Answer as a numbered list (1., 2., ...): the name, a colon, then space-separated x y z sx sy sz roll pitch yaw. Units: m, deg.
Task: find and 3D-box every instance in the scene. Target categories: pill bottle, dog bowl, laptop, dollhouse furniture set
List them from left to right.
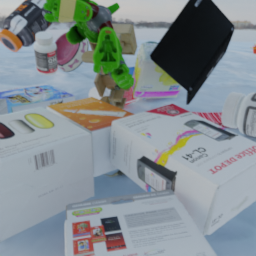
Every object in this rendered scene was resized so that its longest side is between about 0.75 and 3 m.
1. pill bottle: -3.758 -3.917 10.498 1.251 1.251 2.356 15 61 33
2. pill bottle: -2.608 -2.352 8.873 0.691 1.248 0.691 4 44 -4
3. dog bowl: -2.413 -3.123 11.295 1.648 1.648 0.608 18 -7 38
4. dollhouse furniture set: -0.754 -2.036 8.455 1.486 1.961 2.237 8 60 16
5. pill bottle: -0.539 -1.429 11.695 1.209 1.209 2.154 18 28 38
6. laptop: 1.569 -1.792 6.785 1.092 1.875 2.115 36 0 13
7. pill bottle: 4.300 -0.333 8.702 2.446 1.392 1.392 18 28 36

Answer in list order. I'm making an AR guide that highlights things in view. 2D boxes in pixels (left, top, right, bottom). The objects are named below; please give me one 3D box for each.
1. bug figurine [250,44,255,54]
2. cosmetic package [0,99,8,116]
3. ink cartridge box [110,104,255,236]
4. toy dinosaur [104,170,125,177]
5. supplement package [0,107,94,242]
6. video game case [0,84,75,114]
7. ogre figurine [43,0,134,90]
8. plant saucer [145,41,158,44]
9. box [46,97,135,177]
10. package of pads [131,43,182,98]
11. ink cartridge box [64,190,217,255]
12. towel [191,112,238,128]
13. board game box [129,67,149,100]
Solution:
1. bug figurine: 3.842 -2.045 7.900 0.216 0.652 0.840 -33 31 -16
2. cosmetic package: -5.326 -0.296 9.039 2.521 1.137 1.347 -6 19 -7
3. ink cartridge box: 1.245 0.637 6.146 2.113 1.226 2.863 -17 33 -36
4. toy dinosaur: -0.169 1.084 6.807 0.782 0.186 0.345 -14 11 -31
5. supplement package: -2.155 0.716 5.821 2.034 1.564 2.127 -18 30 -38
6. video game case: -4.060 -1.175 11.824 2.597 0.651 2.865 -18 28 -36
7. ogre figurine: -0.753 -2.198 6.050 2.762 1.355 1.656 35 20 -16
8. plant saucer: 1.043 -3.085 11.259 1.157 0.158 1.157 7 60 -13
9. box: -0.988 0.102 7.809 1.581 1.239 2.541 -16 27 -35
10. package of pads: 0.911 -1.589 8.081 1.524 1.973 0.673 -1 65 -10
11. ink cartridge box: 0.060 1.791 4.163 1.916 0.803 1.682 -5 22 -11
12. towel: 3.405 -0.346 10.339 1.952 0.219 1.411 1 21 2
13. board game box: 1.031 -2.143 13.642 2.784 0.542 2.200 -16 55 -34
